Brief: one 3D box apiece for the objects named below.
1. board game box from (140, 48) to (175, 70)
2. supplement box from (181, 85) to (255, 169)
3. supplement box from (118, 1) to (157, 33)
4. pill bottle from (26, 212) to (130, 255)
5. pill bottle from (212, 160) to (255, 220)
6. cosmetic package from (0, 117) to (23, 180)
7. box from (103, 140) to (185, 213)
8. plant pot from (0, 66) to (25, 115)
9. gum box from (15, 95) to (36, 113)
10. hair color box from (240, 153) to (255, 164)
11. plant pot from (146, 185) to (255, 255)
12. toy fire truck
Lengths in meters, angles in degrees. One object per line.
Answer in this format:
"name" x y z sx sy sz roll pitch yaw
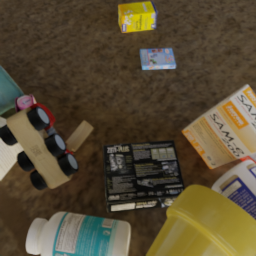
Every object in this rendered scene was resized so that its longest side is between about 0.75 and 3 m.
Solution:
"board game box" 1.376 -3.267 13.226 1.542 0.282 1.166 -3 55 -2
"supplement box" 3.201 0.106 9.080 1.024 2.786 1.756 -33 83 -28
"supplement box" 0.468 -5.731 14.486 1.840 1.001 1.008 -9 56 -6
"pill bottle" -1.381 3.271 7.973 2.766 1.532 1.532 7 56 6
"pill bottle" 4.009 2.495 8.426 1.641 1.641 2.741 -25 59 -16
"cosmetic package" -4.971 0.735 9.613 1.678 1.677 2.034 22 57 15
"box" 0.433 1.581 9.285 2.457 1.058 2.012 -5 59 -6
"plant pot" -5.663 -1.256 10.720 2.410 2.461 2.461 -42 65 -16
"gum box" -3.629 -0.115 10.486 0.704 1.208 2.128 -15 57 -10
"hair color box" 4.649 1.012 10.127 0.876 0.529 1.726 -32 61 -21
"plant pot" 1.580 3.177 6.439 2.573 2.734 2.734 -40 64 -18
"toy fire truck" -2.424 0.270 9.398 1.833 2.849 2.507 -29 102 7
